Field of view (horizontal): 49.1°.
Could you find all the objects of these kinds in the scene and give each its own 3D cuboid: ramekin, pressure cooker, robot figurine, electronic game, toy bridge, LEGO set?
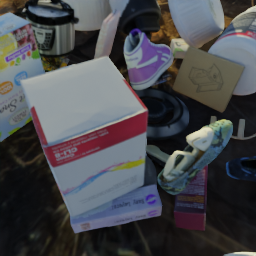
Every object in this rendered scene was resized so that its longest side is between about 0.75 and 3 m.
[{"bbox_3d":[2.698,-4.471,10.677,1.234,2.650,2.650,-15,40,35],"label":"ramekin"},{"bbox_3d":[-2.605,-3.474,9.402,1.578,1.795,1.603,-20,51,-30],"label":"pressure cooker"},{"bbox_3d":[0.191,-4.996,11.300,2.212,1.837,2.944,-22,83,17],"label":"robot figurine"},{"bbox_3d":[0.697,-0.512,8.783,2.443,0.508,2.443,4,42,-4],"label":"electronic game"},{"bbox_3d":[-1.921,-5.830,12.786,2.922,1.425,2.922,0,50,0],"label":"ramekin"},{"bbox_3d":[3.351,0.040,8.294,1.789,0.243,0.601,8,89,17],"label":"toy bridge"},{"bbox_3d":[-2.709,-2.678,10.272,1.083,0.816,1.409,20,36,-24],"label":"LEGO set"}]

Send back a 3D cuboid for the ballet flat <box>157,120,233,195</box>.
[{"bbox_3d":[1.375,0.559,5.966,0.761,0.761,2.051,41,99,30],"label":"ballet flat"}]

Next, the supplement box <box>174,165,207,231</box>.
[{"bbox_3d":[1.538,1.510,6.759,0.681,0.877,1.589,2,48,16],"label":"supplement box"}]

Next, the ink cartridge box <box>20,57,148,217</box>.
[{"bbox_3d":[-0.846,0.249,6.015,1.889,2.612,1.898,-21,51,-16],"label":"ink cartridge box"}]

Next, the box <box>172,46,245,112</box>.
[{"bbox_3d":[2.545,-1.604,9.120,1.907,1.559,0.203,30,30,23],"label":"box"}]

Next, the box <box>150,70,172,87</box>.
[{"bbox_3d":[0.983,-1.975,10.265,0.919,0.228,0.912,-21,52,-16],"label":"box"}]

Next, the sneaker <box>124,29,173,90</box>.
[{"bbox_3d":[0.719,-2.650,9.406,1.043,1.641,2.878,-6,31,27],"label":"sneaker"}]

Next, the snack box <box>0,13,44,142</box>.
[{"bbox_3d":[-3.583,-1.222,7.778,1.005,2.968,2.503,32,57,24],"label":"snack box"}]

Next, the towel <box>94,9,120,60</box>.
[{"bbox_3d":[-0.796,-3.176,10.091,0.295,1.832,1.750,20,40,0],"label":"towel"}]

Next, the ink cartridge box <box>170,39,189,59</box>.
[{"bbox_3d":[2.075,-3.149,11.128,0.618,0.372,0.851,0,47,-7],"label":"ink cartridge box"}]

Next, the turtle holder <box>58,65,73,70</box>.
[{"bbox_3d":[-1.528,-1.073,8.058,1.692,1.810,2.382,5,54,22],"label":"turtle holder"}]

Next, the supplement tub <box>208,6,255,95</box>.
[{"bbox_3d":[4.167,-2.731,9.657,2.098,2.098,2.989,26,54,21],"label":"supplement tub"}]

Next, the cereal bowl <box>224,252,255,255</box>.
[{"bbox_3d":[2.067,3.267,4.990,2.167,0.902,2.167,0,84,-5],"label":"cereal bowl"}]

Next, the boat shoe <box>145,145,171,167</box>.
[{"bbox_3d":[0.811,0.787,7.816,0.386,0.322,1.034,-21,37,-34],"label":"boat shoe"}]

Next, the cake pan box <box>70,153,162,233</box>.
[{"bbox_3d":[-0.402,1.386,7.129,2.244,0.587,2.066,-9,52,-6],"label":"cake pan box"}]

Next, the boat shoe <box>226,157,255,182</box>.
[{"bbox_3d":[3.526,1.099,7.144,1.946,0.668,0.819,-3,69,-13],"label":"boat shoe"}]
